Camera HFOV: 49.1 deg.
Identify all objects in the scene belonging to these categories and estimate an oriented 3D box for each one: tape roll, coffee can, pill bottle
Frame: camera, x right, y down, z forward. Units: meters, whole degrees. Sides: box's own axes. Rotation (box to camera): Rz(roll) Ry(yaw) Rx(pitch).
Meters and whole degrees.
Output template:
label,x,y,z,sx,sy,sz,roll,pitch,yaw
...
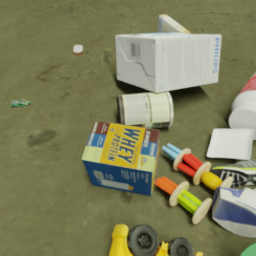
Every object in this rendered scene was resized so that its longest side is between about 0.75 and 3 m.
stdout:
label,x,y,z,sx,sy,sz,roll,pitch,yaw
tape roll,3.031,3.098,5.433,0.432,1.796,1.796,7,27,-47
coffee can,0.556,-0.567,9.863,1.784,1.306,1.306,-5,42,-5
pill bottle,4.716,-0.862,9.964,1.623,1.623,2.892,26,48,26

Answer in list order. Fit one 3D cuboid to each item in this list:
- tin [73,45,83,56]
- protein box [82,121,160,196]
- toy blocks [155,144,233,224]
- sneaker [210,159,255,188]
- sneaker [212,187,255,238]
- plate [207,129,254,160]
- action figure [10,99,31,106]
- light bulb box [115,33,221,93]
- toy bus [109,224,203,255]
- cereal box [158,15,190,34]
label,x,y,z,sx,sy,sz,roll,pitch,yaw
tin,-2.617,-4.077,14.670,0.525,0.196,0.937,-1,41,-8
protein box,-0.111,0.890,7.722,1.779,1.766,1.200,8,58,9
toy blocks,1.544,1.409,8.023,1.833,0.798,2.199,-31,51,-32
sneaker,3.381,1.285,8.370,1.933,0.714,0.782,3,31,-5
sneaker,3.615,1.978,7.289,2.829,1.143,1.634,15,40,7
plate,3.264,0.538,8.914,1.273,0.206,1.276,0,44,31
action figure,-4.282,-1.014,11.219,0.768,0.210,0.453,0,38,-5
light bulb box,1.474,-2.697,10.974,2.974,1.856,2.948,-13,24,-27
toy bus,0.418,3.081,5.780,1.880,1.276,1.805,19,59,-3
cereal box,2.148,-4.278,13.724,0.474,1.727,2.401,-14,44,-15
